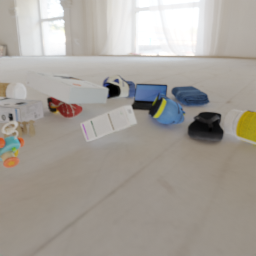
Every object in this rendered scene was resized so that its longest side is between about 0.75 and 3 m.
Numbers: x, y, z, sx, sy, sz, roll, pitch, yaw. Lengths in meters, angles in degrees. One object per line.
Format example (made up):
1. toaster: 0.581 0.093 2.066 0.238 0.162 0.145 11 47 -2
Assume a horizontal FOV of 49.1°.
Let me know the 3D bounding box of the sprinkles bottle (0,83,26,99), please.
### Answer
1. sprinkles bottle: -5.612 -1.530 11.895 2.524 0.861 0.861 6 19 19

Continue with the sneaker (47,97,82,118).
1. sneaker: -2.161 -0.856 9.954 0.759 0.719 1.848 -19 26 -38

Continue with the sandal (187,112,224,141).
1. sandal: 2.287 -0.196 8.226 0.960 0.540 2.523 5 18 15

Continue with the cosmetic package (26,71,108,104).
1. cosmetic package: -2.097 -1.394 9.601 2.291 0.592 1.727 23 20 33

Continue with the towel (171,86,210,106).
1. towel: 2.579 -1.355 11.937 1.154 0.502 2.067 -2 19 -4

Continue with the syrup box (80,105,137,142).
1. syrup box: -0.493 -0.108 6.980 1.286 0.524 0.506 -19 -1 22

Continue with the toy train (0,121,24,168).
1. toy train: -2.567 0.584 4.845 1.683 1.264 0.468 -29 73 -22

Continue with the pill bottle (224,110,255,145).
1. pill bottle: 3.232 0.009 7.112 0.816 0.816 1.427 -13 24 -35

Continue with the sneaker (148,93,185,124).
1. sneaker: 1.287 -0.571 9.292 0.981 0.825 2.503 25 11 -5

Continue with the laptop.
1. laptop: 0.821 -1.246 11.135 1.338 0.780 1.510 4 18 13

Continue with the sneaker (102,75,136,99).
1. sneaker: -0.749 -1.917 12.995 1.311 0.917 2.269 -10 22 -34

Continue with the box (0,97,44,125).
1. box: -4.003 -0.607 9.449 1.937 0.582 1.130 7 19 21

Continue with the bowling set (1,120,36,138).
1. bowling set: -3.056 -0.014 7.789 0.882 0.473 0.614 -8 20 -26
